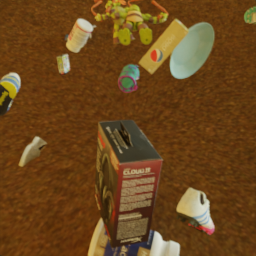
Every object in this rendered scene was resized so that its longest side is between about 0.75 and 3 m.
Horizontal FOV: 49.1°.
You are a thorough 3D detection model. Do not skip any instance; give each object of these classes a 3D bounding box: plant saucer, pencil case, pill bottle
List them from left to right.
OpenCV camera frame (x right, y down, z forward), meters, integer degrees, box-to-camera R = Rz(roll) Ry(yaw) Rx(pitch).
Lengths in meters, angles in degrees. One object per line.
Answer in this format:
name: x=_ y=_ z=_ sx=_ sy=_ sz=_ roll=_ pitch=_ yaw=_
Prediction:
pill bottle: x=-1.489 y=-2.753 z=8.433 sx=0.509 sy=0.898 sz=0.509 roll=23 pitch=41 yaw=-22
pencil case: x=0.040 y=-1.578 z=8.845 sx=0.619 sy=0.570 sz=1.340 roll=29 pitch=27 yaw=-8
pill bottle: x=0.181 y=3.722 z=8.505 sx=2.503 sy=1.448 sz=1.448 roll=15 pitch=60 yaw=9
plant saucer: x=2.254 y=-2.881 z=10.380 sx=2.191 sy=2.191 sz=0.422 roll=-31 pitch=53 yaw=-18

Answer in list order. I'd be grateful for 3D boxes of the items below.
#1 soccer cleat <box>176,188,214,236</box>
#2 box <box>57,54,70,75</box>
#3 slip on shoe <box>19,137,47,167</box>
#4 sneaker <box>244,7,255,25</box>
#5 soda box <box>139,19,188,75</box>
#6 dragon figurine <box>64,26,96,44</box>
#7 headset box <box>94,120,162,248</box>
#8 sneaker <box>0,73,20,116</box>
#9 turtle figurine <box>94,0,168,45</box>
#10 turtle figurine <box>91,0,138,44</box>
soccer cleat: x=1.841 y=2.143 z=7.123 sx=0.712 sy=2.037 sz=0.879 roll=15 pitch=71 yaw=34
box: x=-2.437 y=-2.410 z=10.596 sx=0.207 sy=0.655 sz=1.191 roll=-5 pitch=19 yaw=-2
slip on shoe: x=-2.450 y=0.633 z=7.248 sx=0.342 sy=0.429 sz=1.127 roll=25 pitch=24 yaw=-8
sneaker: x=4.680 y=-3.782 z=9.151 sx=1.562 sy=0.712 sz=0.606 roll=-2 pitch=90 yaw=36
soda box: x=1.065 y=-2.431 z=8.420 sx=0.555 sy=1.637 sz=0.524 roll=40 pitch=27 yaw=-7
dragon figurine: x=-2.442 y=-4.830 z=14.240 sx=0.996 sy=0.590 sz=2.003 roll=21 pitch=62 yaw=12
headset box: x=-0.127 y=1.281 z=7.484 sx=1.115 sy=2.887 sz=2.149 roll=-4 pitch=28 yaw=-18
sneaker: x=-3.965 y=-1.028 z=8.910 sx=0.689 sy=1.863 sz=0.766 roll=32 pitch=41 yaw=-30
turtle figurine: x=0.080 y=-3.511 z=9.233 sx=2.567 sy=0.827 sz=2.070 roll=9 pitch=48 yaw=-9
turtle figurine: x=-0.223 y=-3.966 z=10.204 sx=1.986 sy=0.640 sz=1.602 roll=-17 pitch=105 yaw=-11
